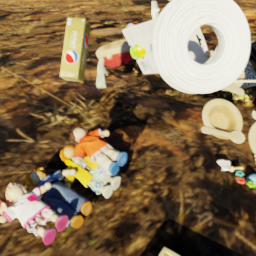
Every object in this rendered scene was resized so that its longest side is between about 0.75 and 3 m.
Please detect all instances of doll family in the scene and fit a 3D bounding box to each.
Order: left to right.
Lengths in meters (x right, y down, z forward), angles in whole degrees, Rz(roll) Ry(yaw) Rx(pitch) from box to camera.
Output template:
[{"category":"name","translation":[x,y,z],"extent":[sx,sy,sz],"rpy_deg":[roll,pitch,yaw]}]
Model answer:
[{"category":"doll family","translation":[-1.378,1.212,6.191],"extent":[1.763,1.280,2.840],"rpy_deg":[30,60,29]}]

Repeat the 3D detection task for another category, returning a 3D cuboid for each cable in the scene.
[{"category":"cable","translation":[0.595,-0.678,2.264],"extent":[0.812,0.812,0.281],"rpy_deg":[-4,13,-10]}]

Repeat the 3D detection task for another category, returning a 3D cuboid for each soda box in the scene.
[{"category":"soda box","translation":[-1.257,-1.841,6.701],"extent":[0.457,1.427,0.483],"rpy_deg":[8,0,9]}]

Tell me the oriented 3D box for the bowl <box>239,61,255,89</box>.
[{"category":"bowl","translation":[3.748,-1.805,8.115],"extent":[1.806,0.848,1.806],"rpy_deg":[-21,8,3]}]

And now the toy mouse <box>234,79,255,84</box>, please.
[{"category":"toy mouse","translation":[3.072,-1.008,4.561],"extent":[2.045,1.817,0.396],"rpy_deg":[32,5,11]}]

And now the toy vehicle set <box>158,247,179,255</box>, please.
[{"category":"toy vehicle set","translation":[1.196,2.904,3.955],"extent":[2.395,0.318,1.488],"rpy_deg":[20,37,29]}]

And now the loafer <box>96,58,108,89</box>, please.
[{"category":"loafer","translation":[-0.635,-1.351,6.929],"extent":[0.268,0.768,0.268],"rpy_deg":[4,-4,-4]}]

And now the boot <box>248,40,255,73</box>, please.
[{"category":"boot","translation":[3.810,-2.256,6.837],"extent":[2.111,0.839,2.424],"rpy_deg":[-16,69,-1]}]

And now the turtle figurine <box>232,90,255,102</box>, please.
[{"category":"turtle figurine","translation":[4.375,-1.190,10.664],"extent":[0.763,0.305,0.946],"rpy_deg":[3,37,18]}]

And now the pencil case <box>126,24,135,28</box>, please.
[{"category":"pencil case","translation":[0.265,-3.334,10.077],"extent":[0.423,0.423,0.957],"rpy_deg":[-15,59,-23]}]

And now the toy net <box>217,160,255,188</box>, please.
[{"category":"toy net","translation":[2.675,1.159,6.940],"extent":[1.123,0.217,0.589],"rpy_deg":[26,43,38]}]

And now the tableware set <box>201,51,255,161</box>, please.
[{"category":"tableware set","translation":[2.201,-0.446,5.111],"extent":[1.889,0.262,2.261],"rpy_deg":[16,66,-6]}]

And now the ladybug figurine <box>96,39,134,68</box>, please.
[{"category":"ladybug figurine","translation":[-0.473,-3.629,13.672],"extent":[1.986,1.053,2.926],"rpy_deg":[-6,22,23]}]

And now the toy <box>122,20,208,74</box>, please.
[{"category":"toy","translation":[1.080,-2.298,7.603],"extent":[2.631,1.515,0.621],"rpy_deg":[5,42,50]}]
